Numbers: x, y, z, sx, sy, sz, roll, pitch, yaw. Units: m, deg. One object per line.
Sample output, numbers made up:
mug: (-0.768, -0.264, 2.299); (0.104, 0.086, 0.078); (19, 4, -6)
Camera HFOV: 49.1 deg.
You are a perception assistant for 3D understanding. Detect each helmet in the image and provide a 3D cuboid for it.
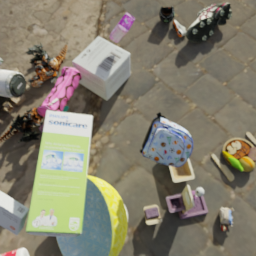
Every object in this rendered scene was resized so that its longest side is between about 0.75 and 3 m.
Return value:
helmet: (1.945, -5.693, 14.026); (0.859, 0.819, 0.859); (0, 90, 10)

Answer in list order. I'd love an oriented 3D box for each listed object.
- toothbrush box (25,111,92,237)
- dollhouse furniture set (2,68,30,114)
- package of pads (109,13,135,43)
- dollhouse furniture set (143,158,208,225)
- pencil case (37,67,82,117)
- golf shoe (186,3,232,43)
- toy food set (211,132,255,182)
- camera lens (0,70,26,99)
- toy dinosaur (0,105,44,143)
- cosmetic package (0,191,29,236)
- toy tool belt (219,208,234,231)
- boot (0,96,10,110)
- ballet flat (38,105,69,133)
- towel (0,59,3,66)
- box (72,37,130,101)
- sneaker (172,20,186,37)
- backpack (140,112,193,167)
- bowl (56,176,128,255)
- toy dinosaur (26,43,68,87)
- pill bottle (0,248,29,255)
toothbrush box: (-1.639, 1.233, 6.962); (1.172, 1.982, 2.722); (6, 66, -11)
dollhouse furniture set: (-4.985, -1.640, 11.563); (0.812, 1.664, 1.419); (34, 70, 16)
package of pads: (-0.247, -3.796, 10.720); (0.454, 1.199, 0.723); (32, 76, -16)
dollhouse furniture set: (1.487, 1.604, 9.739); (2.310, 2.069, 2.916); (-10, 64, -5)
pencil case: (-2.494, -1.323, 10.430); (0.972, 1.003, 2.142); (19, 65, 4)
golf shoe: (3.790, -5.168, 13.818); (2.826, 1.091, 1.245); (-36, 43, -13)
toy food set: (4.437, 1.011, 10.952); (2.080, 0.417, 1.436); (-30, 68, -14)
camera lens: (-4.419, -1.601, 10.169); (1.195, 0.956, 0.956); (11, 64, 18)
toy dinosaur: (-4.111, -0.084, 11.205); (1.165, 1.547, 2.280); (34, 94, -27)
cosmetic package: (-3.033, 1.956, 6.702); (1.240, 0.935, 0.320); (31, 42, 2)
toy tool belt: (3.504, 3.217, 9.838); (0.494, 0.502, 0.804); (-1, 64, 9)
boot: (-6.193, -1.352, 11.697); (2.096, 1.019, 2.784); (20, 79, 12)
ballet flat: (-3.157, -0.459, 11.647); (0.557, 0.541, 1.565); (29, 71, 20)
towel: (-5.509, -2.343, 10.914); (1.120, 0.835, 0.172); (-55, 43, 20)
box: (-1.086, -2.546, 12.071); (1.786, 1.530, 1.777); (33, 68, 17)
sneaker: (2.580, -4.963, 13.958); (0.458, 0.377, 0.996); (-20, 73, -18)
backpack: (1.173, 0.467, 8.034); (1.337, 1.404, 1.082); (18, 22, -7)
bowl: (-0.957, 2.997, 9.148); (1.588, 2.952, 2.952); (6, 53, -47)
toy dinosaur: (-3.658, -2.882, 12.694); (1.621, 1.220, 2.388); (39, 50, 2)
pill bottle: (-4.010, 4.510, 8.998); (1.508, 0.847, 0.847); (-15, 65, -7)
